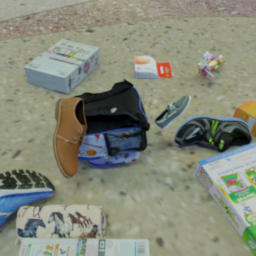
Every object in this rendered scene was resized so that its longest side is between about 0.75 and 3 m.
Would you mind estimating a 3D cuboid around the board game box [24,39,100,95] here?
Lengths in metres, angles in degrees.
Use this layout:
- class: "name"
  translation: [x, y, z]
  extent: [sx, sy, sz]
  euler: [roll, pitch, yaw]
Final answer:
- class: "board game box"
  translation: [-2.890, -2.882, 12.796]
  extent: [2.142, 0.933, 2.903]
  euler: [18, 47, 18]

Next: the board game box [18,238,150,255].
- class: "board game box"
  translation: [-0.977, 3.526, 5.843]
  extent: [2.894, 0.930, 2.135]
  euler: [2, 41, -1]

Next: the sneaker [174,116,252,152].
- class: "sneaker"
  translation: [2.881, 0.233, 9.403]
  extent: [2.677, 0.949, 1.109]
  euler: [-2, 36, -6]

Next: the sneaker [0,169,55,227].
- class: "sneaker"
  translation: [-3.396, 1.978, 7.481]
  extent: [2.847, 1.269, 1.118]
  euler: [-8, 24, -28]

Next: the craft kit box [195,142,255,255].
- class: "craft kit box"
  translation: [3.969, 1.745, 8.021]
  extent: [2.947, 0.715, 2.911]
  euler: [-15, 42, -15]

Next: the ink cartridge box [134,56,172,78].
- class: "ink cartridge box"
  translation: [1.159, -2.871, 13.156]
  extent: [1.737, 0.435, 1.409]
  euler: [-2, 43, 2]

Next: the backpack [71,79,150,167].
- class: "backpack"
  translation: [-0.835, -0.077, 8.886]
  extent: [2.668, 2.158, 2.801]
  euler: [-4, 33, -6]

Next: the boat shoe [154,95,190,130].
- class: "boat shoe"
  translation: [1.221, -0.478, 7.804]
  extent: [0.383, 1.241, 0.452]
  euler: [31, 26, -23]

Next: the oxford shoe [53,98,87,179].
- class: "oxford shoe"
  translation: [-1.432, 0.235, 7.209]
  extent: [0.756, 2.121, 0.756]
  euler: [-5, -5, 24]

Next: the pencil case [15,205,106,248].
- class: "pencil case"
  translation: [-1.623, 2.466, 7.056]
  extent: [2.250, 0.875, 1.006]
  euler: [-1, 57, -1]

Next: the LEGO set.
- class: "LEGO set"
  translation: [3.833, -2.618, 12.553]
  extent: [0.946, 1.169, 2.542]
  euler: [46, 30, 20]

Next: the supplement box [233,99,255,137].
- class: "supplement box"
  translation: [4.920, 0.012, 9.765]
  extent: [0.814, 0.842, 2.447]
  euler: [-26, 47, -25]
